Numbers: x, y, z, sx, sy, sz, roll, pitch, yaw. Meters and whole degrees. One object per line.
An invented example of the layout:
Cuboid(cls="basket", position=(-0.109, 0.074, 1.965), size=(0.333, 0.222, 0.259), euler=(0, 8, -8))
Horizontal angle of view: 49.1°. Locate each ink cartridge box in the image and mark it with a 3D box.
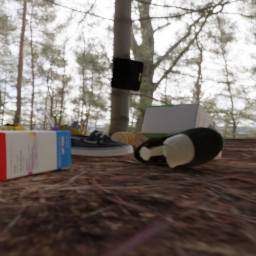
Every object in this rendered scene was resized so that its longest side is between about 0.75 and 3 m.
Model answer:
Cuboid(cls="ink cartridge box", position=(1.615, 0.156, 8.015), size=(1.561, 0.902, 2.146), euler=(0, -21, 35))
Cuboid(cls="ink cartridge box", position=(-2.462, 0.478, 5.467), size=(1.454, 0.842, 2.503), euler=(-1, 0, 27))

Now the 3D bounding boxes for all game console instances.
Cuboid(cls="game console", position=(-0.049, -2.620, 13.849), size=(1.309, 1.489, 0.866), euler=(1, 12, -40))

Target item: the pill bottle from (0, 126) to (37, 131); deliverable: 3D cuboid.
Cuboid(cls="pill bottle", position=(-4.777, 0.469, 11.782), size=(1.917, 1.074, 1.074), euler=(1, -1, -40))

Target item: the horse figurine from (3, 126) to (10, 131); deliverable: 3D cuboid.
Cuboid(cls="horse figurine", position=(-4.509, 0.552, 10.014), size=(0.349, 0.927, 1.399), euler=(16, -45, -29))

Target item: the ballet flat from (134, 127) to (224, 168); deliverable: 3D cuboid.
Cuboid(cls="ballet flat", position=(1.014, 0.571, 6.615), size=(0.869, 0.864, 2.541), euler=(-11, -5, -35))

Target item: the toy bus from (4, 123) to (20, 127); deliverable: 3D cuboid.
Cuboid(cls="toy bus", position=(-5.333, 0.265, 12.979), size=(1.719, 0.941, 1.822), euler=(17, -34, -26))

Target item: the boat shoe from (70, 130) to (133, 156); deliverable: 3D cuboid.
Cuboid(cls="boat shoe", position=(-1.063, 0.523, 9.902), size=(2.643, 0.896, 0.948), euler=(-1, -1, 31))

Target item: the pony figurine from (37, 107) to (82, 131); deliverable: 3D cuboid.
Cuboid(cls="pony figurine", position=(-3.890, 0.264, 15.274), size=(2.655, 2.211, 2.563), euler=(-3, -33, -1))

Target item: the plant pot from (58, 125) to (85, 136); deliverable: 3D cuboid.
Cuboid(cls="plant pot", position=(-2.434, 0.501, 11.879), size=(1.129, 1.103, 1.096), euler=(11, -3, -10))

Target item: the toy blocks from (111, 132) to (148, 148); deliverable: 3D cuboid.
Cuboid(cls="toy blocks", position=(0.364, 0.615, 13.882), size=(1.943, 0.846, 2.331), euler=(-1, -1, 13))
